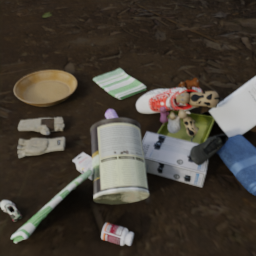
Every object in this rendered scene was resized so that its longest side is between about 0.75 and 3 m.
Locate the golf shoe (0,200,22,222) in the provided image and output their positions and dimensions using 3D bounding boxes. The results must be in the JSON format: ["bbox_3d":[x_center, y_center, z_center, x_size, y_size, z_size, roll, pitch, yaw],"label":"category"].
[{"bbox_3d":[-3.668,2.486,8.713,0.956,0.421,0.369,28,49,30],"label":"golf shoe"}]

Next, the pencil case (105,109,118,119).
[{"bbox_3d":[-0.630,-0.287,11.886,0.498,0.507,1.187,17,31,-31],"label":"pencil case"}]

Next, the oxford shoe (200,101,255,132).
[{"bbox_3d":[4.265,-0.273,11.651,2.651,0.963,1.119,22,60,29],"label":"oxford shoe"}]

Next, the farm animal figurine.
[{"bbox_3d":[2.102,-0.687,10.187,1.762,2.182,1.097,41,18,21],"label":"farm animal figurine"}]

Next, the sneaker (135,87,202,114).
[{"bbox_3d":[1.619,-1.134,11.639,2.969,0.991,1.591,-9,9,14],"label":"sneaker"}]

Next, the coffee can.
[{"bbox_3d":[-0.307,1.066,8.779,1.683,1.683,2.300,-4,64,-5],"label":"coffee can"}]

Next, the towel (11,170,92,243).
[{"bbox_3d":[-2.187,2.270,8.081,0.288,1.879,2.463,49,53,0],"label":"towel"}]

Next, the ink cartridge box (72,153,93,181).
[{"bbox_3d":[-1.459,1.368,10.048,1.006,0.338,0.589,30,51,29],"label":"ink cartridge box"}]

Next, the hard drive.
[{"bbox_3d":[4.485,-0.736,10.744,2.298,1.516,0.302,-37,9,9],"label":"hard drive"}]

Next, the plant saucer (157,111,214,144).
[{"bbox_3d":[2.349,0.097,11.286,1.886,0.451,1.883,11,40,25],"label":"plant saucer"}]

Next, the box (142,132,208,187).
[{"bbox_3d":[1.597,1.085,10.075,2.438,0.733,1.422,14,43,16],"label":"box"}]

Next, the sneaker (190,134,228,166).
[{"bbox_3d":[2.723,0.635,9.372,1.720,0.781,0.653,-33,83,-37],"label":"sneaker"}]

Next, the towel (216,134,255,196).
[{"bbox_3d":[4.202,1.305,9.944,1.362,0.592,2.439,-14,44,-15],"label":"towel"}]

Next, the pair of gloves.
[{"bbox_3d":[-3.469,0.312,11.254,1.844,0.380,2.168,-8,41,-11],"label":"pair of gloves"}]

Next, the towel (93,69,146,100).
[{"bbox_3d":[-0.444,-2.272,14.318,1.789,0.274,2.345,-26,47,-26],"label":"towel"}]

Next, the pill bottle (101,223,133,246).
[{"bbox_3d":[-0.301,3.058,7.990,0.849,0.480,0.480,12,42,14],"label":"pill bottle"}]

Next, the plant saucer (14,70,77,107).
[{"bbox_3d":[-3.954,-1.857,13.636,2.961,0.524,2.961,0,41,0],"label":"plant saucer"}]
